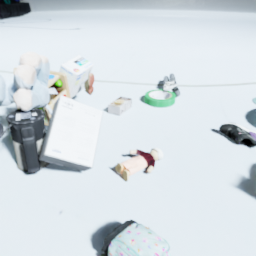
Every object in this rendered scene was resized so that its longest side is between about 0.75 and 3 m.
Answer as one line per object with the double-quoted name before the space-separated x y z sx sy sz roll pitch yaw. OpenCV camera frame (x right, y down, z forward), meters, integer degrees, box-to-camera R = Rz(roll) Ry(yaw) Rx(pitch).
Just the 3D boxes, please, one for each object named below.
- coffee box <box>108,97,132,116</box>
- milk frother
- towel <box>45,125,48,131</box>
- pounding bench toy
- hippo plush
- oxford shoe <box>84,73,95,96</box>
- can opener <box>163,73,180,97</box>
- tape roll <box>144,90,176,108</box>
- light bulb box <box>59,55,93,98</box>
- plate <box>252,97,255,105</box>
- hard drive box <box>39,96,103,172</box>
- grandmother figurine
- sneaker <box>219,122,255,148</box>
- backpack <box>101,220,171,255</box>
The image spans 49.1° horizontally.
"coffee box" -0.324 -0.901 11.452 0.572 0.399 1.000 14 32 24
"milk frother" -3.132 0.454 7.713 1.690 1.590 1.525 -1 27 -2
"towel" -2.992 -0.333 10.445 1.481 0.266 1.538 -6 39 -3
"pounding bench toy" -3.041 -1.500 9.906 1.322 2.128 1.660 14 43 17
"hippo plush" -3.336 -1.331 8.344 1.810 1.793 2.251 4 -3 6
"oxford shoe" -1.523 -1.688 10.658 0.380 1.030 0.364 27 47 11
"can opener" 2.027 -2.057 13.397 0.636 0.802 2.415 -21 21 13
"tape roll" 1.391 -1.298 12.259 1.356 0.326 1.356 0 29 0
"light bulb box" -2.149 -2.027 11.144 0.784 1.256 1.245 33 40 5
"plate" 6.210 -1.161 12.154 1.486 0.190 1.486 -1 29 0
"hard drive box" -1.485 0.176 7.484 1.296 0.639 1.663 20 63 -24
"grandmother figurine" 0.389 0.958 8.057 1.568 0.475 0.951 -18 59 -35
"sneaker" 3.643 0.243 9.284 1.380 0.523 0.604 19 39 31
"backpack" 0.207 2.307 5.223 1.196 0.757 0.998 26 36 36
